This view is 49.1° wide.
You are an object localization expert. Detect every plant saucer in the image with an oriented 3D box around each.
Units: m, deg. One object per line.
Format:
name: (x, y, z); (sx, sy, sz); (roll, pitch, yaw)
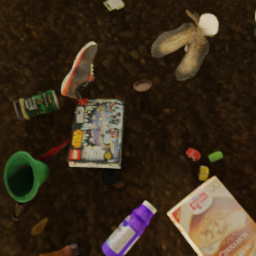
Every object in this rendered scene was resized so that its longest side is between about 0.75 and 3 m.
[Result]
plant saucer: (0.611, -1.739, 11.668); (0.752, 0.130, 0.752); (-8, 44, 8)

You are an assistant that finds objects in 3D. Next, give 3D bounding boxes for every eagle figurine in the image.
eagle figurine: (2.461, -3.413, 11.492); (2.471, 1.865, 1.875); (-46, 48, -12)

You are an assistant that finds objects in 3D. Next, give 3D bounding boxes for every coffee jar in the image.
coffee jar: (-3.663, -0.885, 11.189); (1.656, 0.707, 0.864); (-18, 83, -5)

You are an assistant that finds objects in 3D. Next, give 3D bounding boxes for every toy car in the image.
toy car: (3.050, 1.211, 10.729); (1.276, 0.303, 1.356); (-22, 73, -7)

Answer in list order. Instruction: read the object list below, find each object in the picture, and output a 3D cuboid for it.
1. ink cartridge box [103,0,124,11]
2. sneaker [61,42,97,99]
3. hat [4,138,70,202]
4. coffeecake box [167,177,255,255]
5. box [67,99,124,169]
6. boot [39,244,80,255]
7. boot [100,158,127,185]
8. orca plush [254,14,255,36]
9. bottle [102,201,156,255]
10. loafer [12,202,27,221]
ink cartridge box: (-0.678, -5.775, 13.112); (0.797, 0.191, 0.580); (-33, 75, -10)
sneaker: (-1.760, -2.289, 11.625); (1.052, 0.990, 2.568); (26, 84, 3)
hat: (-3.261, 1.662, 10.650); (2.148, 1.891, 1.779); (-32, 75, 28)
coffeecake box: (3.012, 3.405, 9.614); (2.070, 0.985, 2.697); (-36, 76, -11)
box: (-1.156, 0.149, 10.647); (1.879, 0.547, 2.744); (1, 60, 1)
boot: (-2.254, 4.768, 9.460); (1.404, 0.481, 1.321); (-17, 73, -5)
boot: (-0.531, 1.643, 10.538); (1.119, 0.414, 0.917); (-9, 75, -4)
orca plush: (6.396, -4.166, 11.975); (0.877, 1.298, 2.467); (-21, 66, -40)
bottle: (0.066, 3.508, 9.610); (0.716, 0.916, 2.193); (45, 76, -2)
loafer: (-3.943, 2.844, 10.151); (0.376, 0.368, 1.030); (13, 72, 4)
